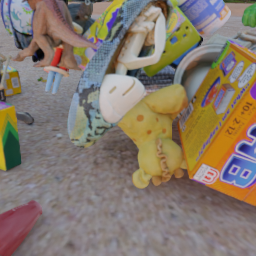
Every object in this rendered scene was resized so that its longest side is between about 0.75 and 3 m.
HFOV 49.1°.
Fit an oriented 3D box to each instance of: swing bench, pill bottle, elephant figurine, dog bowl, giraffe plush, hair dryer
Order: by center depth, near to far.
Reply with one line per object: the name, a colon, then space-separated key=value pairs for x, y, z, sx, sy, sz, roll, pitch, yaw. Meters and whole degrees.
hair dryer: x=-2.739 y=1.769 z=4.672 sx=2.586 sy=0.702 sz=1.969 roll=-11 pitch=28 yaw=-22
swing bench: x=-3.299 y=-1.155 z=6.209 sx=1.144 sy=0.742 sz=1.138 roll=-31 pitch=45 yaw=24
giraffe plush: x=0.655 y=0.251 z=6.467 sx=2.052 sy=1.928 sz=2.378 roll=-24 pitch=-6 yaw=23
dog bowl: x=2.485 y=-1.000 z=8.253 sx=2.721 sy=2.721 sz=1.003 roll=-4 pitch=-7 yaw=-8
pill bottle: x=2.262 y=-4.150 z=9.147 sx=1.172 sy=2.091 sz=1.172 roll=-42 pitch=19 yaw=17
elephant figurine: x=-1.858 y=-3.762 z=9.937 sx=1.805 sy=2.327 sz=1.646 roll=-46 pitch=62 yaw=2
swing bench: x=5.743 y=-3.858 z=14.483 sx=2.876 sy=1.866 sz=2.861 roll=-8 pitch=28 yaw=-14

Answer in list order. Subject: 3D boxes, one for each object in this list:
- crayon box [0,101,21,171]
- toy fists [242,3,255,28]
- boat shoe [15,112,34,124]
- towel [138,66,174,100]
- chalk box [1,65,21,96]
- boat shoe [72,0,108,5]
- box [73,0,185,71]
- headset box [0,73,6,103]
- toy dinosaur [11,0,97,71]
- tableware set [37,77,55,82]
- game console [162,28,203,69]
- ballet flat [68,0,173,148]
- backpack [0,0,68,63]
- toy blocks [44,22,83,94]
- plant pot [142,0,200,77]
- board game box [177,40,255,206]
crayon box: x=-3.546 y=0.044 z=7.049 sx=1.817 sy=1.568 sz=0.530 roll=16 pitch=25 yaw=28
toy fists: x=3.657 y=-2.981 z=7.049 sx=1.510 sy=0.519 sz=0.769 roll=-12 pitch=39 yaw=23
boat shoe: x=-3.405 y=-0.395 z=9.350 sx=0.867 sy=0.323 sz=0.318 roll=20 pitch=33 yaw=32
towel: x=0.651 y=-2.079 z=11.752 sx=2.662 sy=1.139 sz=2.204 roll=-2 pitch=26 yaw=-3
chalk box: x=-5.344 y=-2.038 z=11.844 sx=0.990 sy=0.995 sz=1.599 roll=-21 pitch=32 yaw=-35
boat shoe: x=-0.970 y=-3.399 z=7.132 sx=1.253 sy=0.463 sz=0.428 roll=18 pitch=47 yaw=31
box: x=-0.095 y=-1.907 z=6.478 sx=1.309 sy=2.146 sz=2.067 roll=43 pitch=2 yaw=-8
headset box: x=-5.482 y=-1.686 z=10.221 sx=2.430 sy=1.806 sz=0.911 roll=18 pitch=29 yaw=33
toy dinosaur: x=-1.345 y=-1.870 z=4.855 sx=1.007 sy=1.590 sz=2.346 roll=-2 pitch=17 yaw=-33
tableware set: x=-3.847 y=-2.331 z=13.362 sx=0.883 sy=0.135 sz=0.595 roll=8 pitch=28 yaw=15
game console: x=1.936 y=-2.935 z=10.490 sx=0.911 sy=1.535 sz=1.322 roll=35 pitch=23 yaw=14
ballet flat: x=-0.049 y=-0.966 z=4.488 sx=1.066 sy=2.872 sz=1.066 roll=20 pitch=-9 yaw=3
backpack: x=-2.704 y=-3.363 z=8.122 sx=1.494 sy=2.034 sz=1.861 roll=28 pitch=59 yaw=2
toy blocks: x=-1.916 y=-1.803 z=7.482 sx=0.655 sy=1.804 sz=1.504 roll=17 pitch=-2 yaw=-31
plant pot: x=0.678 y=-3.125 z=8.479 sx=1.984 sy=1.801 sz=1.975 roll=-35 pitch=51 yaw=12
board game box: x=2.655 y=-0.065 z=5.710 sx=2.304 sy=2.306 sz=2.304 roll=23 pitch=26 yaw=-8
